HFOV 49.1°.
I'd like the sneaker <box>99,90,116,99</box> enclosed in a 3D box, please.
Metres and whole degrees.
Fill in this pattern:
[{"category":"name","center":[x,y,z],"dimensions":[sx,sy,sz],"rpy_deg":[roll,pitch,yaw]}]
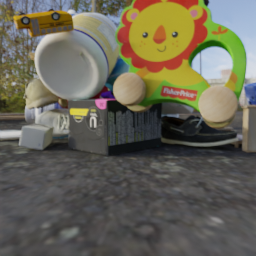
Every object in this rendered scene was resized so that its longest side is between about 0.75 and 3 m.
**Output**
[{"category":"sneaker","center":[-0.566,-1.180,10.305],"dimensions":[0.502,0.718,1.444],"rpy_deg":[31,4,-27]}]

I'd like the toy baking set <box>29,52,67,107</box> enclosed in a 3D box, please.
[{"category":"toy baking set","center":[-1.965,-1.496,8.775],"dimensions":[0.276,2.374,1.822],"rpy_deg":[-31,11,24]}]

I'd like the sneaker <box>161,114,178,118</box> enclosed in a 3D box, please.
[{"category":"sneaker","center":[1.474,-0.910,10.137],"dimensions":[1.116,2.921,1.176],"rpy_deg":[26,-41,-16]}]

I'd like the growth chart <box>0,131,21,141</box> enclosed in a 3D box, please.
[{"category":"growth chart","center":[-4.394,0.254,10.224],"dimensions":[1.658,0.203,2.291],"rpy_deg":[-3,5,-25]}]

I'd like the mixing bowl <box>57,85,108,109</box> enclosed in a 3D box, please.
[{"category":"mixing bowl","center":[-1.918,-1.375,10.516],"dimensions":[1.288,2.379,2.379],"rpy_deg":[-25,-8,27]}]

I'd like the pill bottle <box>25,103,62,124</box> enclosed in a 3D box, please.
[{"category":"pill bottle","center":[-4.128,-0.776,15.288],"dimensions":[2.644,1.469,1.469],"rpy_deg":[0,4,-1]}]

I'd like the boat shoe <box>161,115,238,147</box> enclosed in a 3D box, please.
[{"category":"boat shoe","center":[1.912,0.071,8.077],"dimensions":[0.908,0.855,2.527],"rpy_deg":[-10,10,-39]}]

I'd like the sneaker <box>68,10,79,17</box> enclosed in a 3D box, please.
[{"category":"sneaker","center":[-1.383,-3.464,10.357],"dimensions":[0.891,0.992,2.411],"rpy_deg":[-23,-27,28]}]

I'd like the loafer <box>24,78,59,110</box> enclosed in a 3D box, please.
[{"category":"loafer","center":[-2.958,-1.183,9.473],"dimensions":[1.046,0.944,2.766],"rpy_deg":[-18,11,-26]}]

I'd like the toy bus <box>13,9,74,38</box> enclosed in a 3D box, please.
[{"category":"toy bus","center":[-1.897,-2.377,6.340],"dimensions":[1.234,0.483,0.402],"rpy_deg":[-18,38,-21]}]

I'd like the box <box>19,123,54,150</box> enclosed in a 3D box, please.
[{"category":"box","center":[-2.553,0.215,7.942],"dimensions":[0.643,0.535,1.566],"rpy_deg":[11,3,-9]}]

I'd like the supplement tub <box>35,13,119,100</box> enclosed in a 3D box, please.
[{"category":"supplement tub","center":[-1.295,-2.199,8.207],"dimensions":[1.951,1.951,2.684],"rpy_deg":[1,34,12]}]

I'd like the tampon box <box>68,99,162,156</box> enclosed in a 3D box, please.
[{"category":"tampon box","center":[-0.321,-0.110,7.577],"dimensions":[1.579,1.330,2.107],"rpy_deg":[4,6,43]}]

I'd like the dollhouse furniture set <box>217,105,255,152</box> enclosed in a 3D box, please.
[{"category":"dollhouse furniture set","center":[3.561,-0.069,8.166],"dimensions":[1.361,1.163,2.626],"rpy_deg":[0,4,0]}]

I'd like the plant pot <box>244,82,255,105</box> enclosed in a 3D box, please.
[{"category":"plant pot","center":[6.132,-0.886,10.608],"dimensions":[2.329,2.094,2.329],"rpy_deg":[-14,7,-9]}]

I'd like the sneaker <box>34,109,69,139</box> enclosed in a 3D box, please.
[{"category":"sneaker","center":[-1.650,-0.213,9.074],"dimensions":[2.852,1.069,1.236],"rpy_deg":[0,-8,-4]}]

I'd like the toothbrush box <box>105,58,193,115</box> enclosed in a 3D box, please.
[{"category":"toothbrush box","center":[0.711,-1.360,8.651],"dimensions":[1.918,1.117,2.619],"rpy_deg":[39,-18,-25]}]

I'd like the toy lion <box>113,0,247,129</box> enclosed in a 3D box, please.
[{"category":"toy lion","center":[1.009,-1.573,5.799],"dimensions":[2.831,2.714,0.972],"rpy_deg":[13,-3,21]}]
